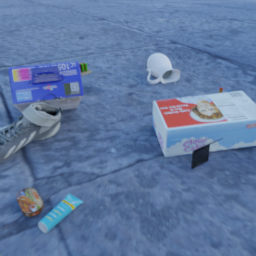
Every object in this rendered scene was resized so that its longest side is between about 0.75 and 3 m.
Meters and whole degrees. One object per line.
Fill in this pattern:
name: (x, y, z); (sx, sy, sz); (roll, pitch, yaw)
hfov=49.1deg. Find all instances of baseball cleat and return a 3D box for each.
baseball cleat: (-3.109, 0.038, 7.719); (0.989, 1.510, 2.837); (46, 48, 13)

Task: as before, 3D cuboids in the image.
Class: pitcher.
pitcher: (1.350, -2.659, 12.840); (1.456, 1.029, 1.697); (-18, 45, -11)

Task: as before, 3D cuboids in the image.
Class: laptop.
laptop: (2.004, 0.657, 7.110); (0.723, 0.816, 0.421); (-16, 26, -36)

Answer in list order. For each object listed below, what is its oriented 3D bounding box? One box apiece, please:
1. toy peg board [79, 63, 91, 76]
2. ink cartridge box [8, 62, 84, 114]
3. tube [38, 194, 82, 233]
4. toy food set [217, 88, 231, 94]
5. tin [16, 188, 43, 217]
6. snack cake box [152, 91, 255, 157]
toy peg board: (-2.497, -2.927, 13.648); (1.004, 0.491, 0.999); (-24, 39, -35)
ink cartridge box: (-2.533, -1.223, 8.873); (2.024, 1.132, 2.967); (-9, 0, -15)
tube: (-1.464, 1.819, 6.059); (0.408, 0.265, 1.053); (28, 35, 18)
toy food set: (3.755, -0.992, 10.350); (0.615, 0.580, 1.289); (-2, 31, -4)
tin: (-2.226, 1.674, 6.348); (0.470, 0.176, 0.839); (-23, 38, -26)
snack cake box: (2.346, -0.167, 8.416); (2.967, 0.997, 1.706); (-7, 36, -5)
